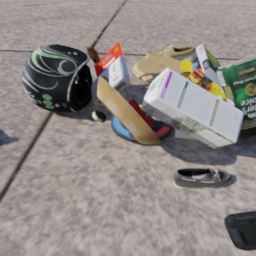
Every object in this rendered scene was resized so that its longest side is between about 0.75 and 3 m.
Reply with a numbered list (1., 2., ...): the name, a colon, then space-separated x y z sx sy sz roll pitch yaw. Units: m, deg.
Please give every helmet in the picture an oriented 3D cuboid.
1. helmet: -2.811 -1.961 11.041 2.600 2.727 2.727 20 40 16

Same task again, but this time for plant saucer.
1. plant saucer: -0.109 -0.369 8.276 0.466 2.632 2.632 -43 45 -1

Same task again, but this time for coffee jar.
1. coffee jar: 4.018 -0.958 9.463 1.384 2.654 1.132 -20 11 -2

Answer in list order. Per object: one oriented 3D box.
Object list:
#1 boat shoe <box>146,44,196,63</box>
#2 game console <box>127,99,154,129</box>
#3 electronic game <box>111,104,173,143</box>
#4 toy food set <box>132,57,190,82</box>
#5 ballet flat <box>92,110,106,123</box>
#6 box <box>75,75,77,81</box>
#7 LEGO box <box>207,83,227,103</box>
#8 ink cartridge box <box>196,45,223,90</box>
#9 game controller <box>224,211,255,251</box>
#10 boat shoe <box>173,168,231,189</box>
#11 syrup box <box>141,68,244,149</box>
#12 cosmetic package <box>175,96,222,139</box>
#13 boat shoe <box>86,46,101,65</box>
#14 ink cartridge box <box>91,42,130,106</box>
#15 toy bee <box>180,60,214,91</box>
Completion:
1. boat shoe: 2.352 -4.128 15.394 2.764 0.918 1.023 -2 36 -3
2. game console: 0.237 -0.296 9.190 1.145 0.679 0.986 50 27 -2
3. electronic game: 0.519 -0.206 10.350 2.326 0.484 2.326 0 36 0
4. toy food set: 1.620 -2.720 13.660 2.799 0.681 2.771 21 41 26
5. ballet flat: -0.886 -0.285 8.419 0.369 0.431 1.298 -38 1 2
6. box: -3.006 -2.558 13.827 0.943 0.233 0.753 -3 34 -5
7. LEGO box: 4.441 -1.472 11.647 1.381 0.716 1.855 -28 34 -33
8. ink cartridge box: 3.334 -2.187 10.679 1.656 0.389 1.637 31 37 -28
9. game controller: 3.302 2.468 6.869 1.765 0.372 0.921 -5 51 -6
10. boat shoe: 2.174 1.415 8.103 1.750 0.499 0.585 -4 36 -5
11. syrup box: 1.948 -0.520 8.548 2.840 1.118 1.156 28 68 -11
12. cosmetic package: 2.708 -0.458 10.597 1.769 0.606 2.346 7 37 7
13. boat shoe: -1.121 -2.318 8.981 0.275 0.763 0.258 14 70 28
14. ink cartridge box: -0.845 -2.243 11.182 0.546 1.765 2.177 14 51 -45
15. toy bee: 3.000 -2.325 12.584 2.917 1.585 1.909 7 40 -51
